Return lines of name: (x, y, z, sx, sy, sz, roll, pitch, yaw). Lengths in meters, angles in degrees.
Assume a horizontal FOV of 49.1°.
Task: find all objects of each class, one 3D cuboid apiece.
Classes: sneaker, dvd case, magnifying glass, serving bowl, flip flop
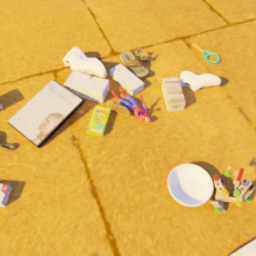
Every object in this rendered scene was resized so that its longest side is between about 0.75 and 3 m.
sneaker: (3.300, -2.044, 12.958, 1.845, 0.694, 0.816, 10, 67, 15)
dvd case: (-3.454, -0.674, 11.867, 1.973, 0.243, 2.766, 33, 70, 22)
magnifying glass: (3.979, -3.835, 14.441, 0.691, 0.195, 1.737, -31, 59, -20)
serving bowl: (2.164, 2.093, 9.978, 1.575, 0.518, 1.575, 0, 55, 0)
flip flop: (0.266, -3.203, 13.716, 0.864, 0.613, 2.130, -22, 57, -15)
sneaker: (-0.380, -0.851, 11.936, 1.059, 0.397, 0.477, 28, 18, 1)
sneaker: (-2.073, -2.907, 13.426, 2.627, 0.924, 1.053, 33, 67, 29)

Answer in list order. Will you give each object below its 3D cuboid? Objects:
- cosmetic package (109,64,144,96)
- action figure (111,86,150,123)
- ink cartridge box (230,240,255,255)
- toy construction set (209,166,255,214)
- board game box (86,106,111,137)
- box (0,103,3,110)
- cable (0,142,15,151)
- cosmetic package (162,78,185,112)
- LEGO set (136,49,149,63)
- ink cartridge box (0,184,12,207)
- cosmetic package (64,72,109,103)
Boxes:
cosmetic package: (-0.091, -2.269, 13.156, 0.706, 0.433, 1.710, -33, 61, -22)
action figure: (0.194, -1.130, 11.979, 0.741, 1.125, 2.272, -34, 64, -21)
ink cartridge box: (3.607, 4.184, 8.449, 1.344, 0.561, 0.976, -23, 58, -16)
toy construction set: (3.387, 2.207, 9.296, 1.418, 1.700, 1.306, 18, 61, 23)
board game box: (-1.224, -0.287, 11.807, 0.676, 0.317, 1.330, 10, 55, 7)
box: (-6.514, -0.846, 11.942, 1.915, 0.745, 0.909, -33, 61, -21)
cable: (-5.183, 0.631, 11.134, 1.359, 0.342, 0.660, 23, 58, 16)
cosmetic package: (2.001, -1.496, 12.482, 0.749, 0.633, 1.450, -7, 55, -5)
LEGO set: (0.739, -3.650, 14.051, 0.792, 0.609, 0.459, 15, 72, 19)
ink cartridge box: (-4.729, 2.347, 9.869, 0.947, 0.396, 0.683, 6, 55, 4)
cosmetic package: (-1.853, -1.861, 12.727, 1.831, 0.678, 0.931, 16, 56, 10)
